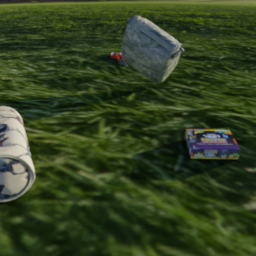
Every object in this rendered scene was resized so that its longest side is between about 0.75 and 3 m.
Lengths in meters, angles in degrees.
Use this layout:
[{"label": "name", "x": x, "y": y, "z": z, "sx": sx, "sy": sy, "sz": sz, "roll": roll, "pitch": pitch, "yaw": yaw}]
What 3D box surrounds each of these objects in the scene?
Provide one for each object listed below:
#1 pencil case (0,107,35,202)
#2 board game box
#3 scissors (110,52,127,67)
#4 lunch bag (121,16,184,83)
[{"label": "pencil case", "x": -2.725, "y": 0.445, "z": 5.955, "sx": 1.157, "sy": 1.006, "sz": 2.586, "roll": -18, "pitch": 33, "yaw": -18}, {"label": "board game box", "x": 2.007, "y": 0.377, "z": 6.810, "sx": 1.113, "sy": 0.316, "sz": 0.920, "roll": 1, "pitch": 27, "yaw": 1}, {"label": "scissors", "x": -0.468, "y": -3.392, "z": 13.923, "sx": 0.917, "sy": 0.175, "sz": 2.508, "roll": 2, "pitch": 30, "yaw": -2}, {"label": "lunch bag", "x": 0.847, "y": -2.843, "z": 10.046, "sx": 2.124, "sy": 1.781, "sz": 1.480, "roll": 39, "pitch": 82, "yaw": 11}]
